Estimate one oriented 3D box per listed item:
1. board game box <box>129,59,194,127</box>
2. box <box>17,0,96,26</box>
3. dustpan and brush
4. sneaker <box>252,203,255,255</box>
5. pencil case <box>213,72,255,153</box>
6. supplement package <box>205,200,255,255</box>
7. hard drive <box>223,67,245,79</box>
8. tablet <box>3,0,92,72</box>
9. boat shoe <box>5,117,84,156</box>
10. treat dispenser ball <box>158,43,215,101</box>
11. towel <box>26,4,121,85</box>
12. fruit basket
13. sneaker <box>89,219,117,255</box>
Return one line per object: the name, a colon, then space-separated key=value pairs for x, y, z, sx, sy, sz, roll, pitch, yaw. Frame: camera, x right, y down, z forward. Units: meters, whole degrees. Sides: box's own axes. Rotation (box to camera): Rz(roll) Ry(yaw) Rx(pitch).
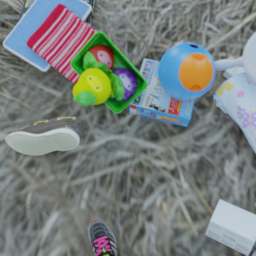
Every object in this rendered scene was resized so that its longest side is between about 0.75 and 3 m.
board game box: x=1.102 y=-1.089 z=8.430 sx=1.772 sy=0.506 sz=1.810 roll=15 pitch=63 yaw=7
box: x=-2.437 y=-4.169 z=9.934 sx=2.391 sy=0.728 sz=2.966 roll=3 pitch=63 yaw=-1
dustpan and brush: x=3.279 y=-1.748 z=7.104 sx=2.902 sy=0.831 sz=2.026 roll=0 pitch=99 yaw=41
sneaker: x=3.258 y=2.390 z=6.394 sx=2.440 sy=0.917 sz=1.402 roll=-21 pitch=64 yaw=-17
pencil case: x=3.582 y=-0.113 z=7.499 sx=1.354 sy=1.241 sz=2.986 roll=-22 pitch=65 yaw=-12
supplement package: x=2.392 y=2.241 z=6.385 sx=0.969 sy=0.537 sz=0.755 roll=22 pitch=39 yaw=23
hard drive: x=4.377 y=-1.388 z=8.707 sx=1.540 sy=0.307 sz=2.335 roll=-37 pitch=69 yaw=-18
tablet: x=-2.555 y=-3.237 z=8.937 sx=1.724 sy=0.181 sz=2.650 roll=32 pitch=82 yaw=6
boat shoe: x=-2.195 y=0.179 z=7.365 sx=2.350 sy=0.844 sz=0.699 roll=-8 pitch=41 yaw=27
treat dispenser ball: x=1.549 y=-1.494 z=7.517 sx=1.504 sy=1.504 sz=1.504 roll=0 pitch=62 yaw=0
towel: x=-1.680 y=-2.481 z=8.555 sx=2.432 sy=0.273 sz=1.759 roll=38 pitch=84 yaw=3
fruit basket: x=-0.608 y=-1.304 z=7.229 sx=1.474 sy=2.044 sz=2.044 roll=-41 pitch=63 yaw=24
sneaker: x=-0.503 y=2.794 z=6.219 sx=0.581 sy=0.689 sz=1.574 roll=-15 pitch=68 yaw=-9
